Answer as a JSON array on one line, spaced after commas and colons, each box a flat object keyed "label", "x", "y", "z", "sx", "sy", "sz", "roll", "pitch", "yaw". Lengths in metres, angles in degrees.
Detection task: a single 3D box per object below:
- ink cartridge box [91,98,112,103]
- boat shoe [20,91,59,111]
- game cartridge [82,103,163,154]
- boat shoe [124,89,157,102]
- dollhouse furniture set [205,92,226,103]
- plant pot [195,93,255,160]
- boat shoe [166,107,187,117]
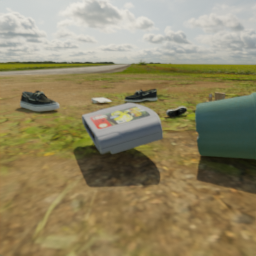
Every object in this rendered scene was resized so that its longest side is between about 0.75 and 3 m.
[{"label": "ink cartridge box", "x": -1.584, "y": -1.568, "z": 16.751, "sx": 0.833, "sy": 0.258, "sz": 1.028, "roll": -9, "pitch": 24, "yaw": -35}, {"label": "boat shoe", "x": -4.733, "y": -1.448, "z": 14.583, "sx": 2.766, "sy": 0.981, "sz": 0.997, "roll": 9, "pitch": 16, "yaw": 31}, {"label": "game cartridge", "x": -0.200, "y": -0.111, "z": 7.910, "sx": 1.865, "sy": 0.573, "sz": 2.801, "roll": -12, "pitch": 19, "yaw": -15}, {"label": "boat shoe", "x": 0.796, "y": -2.046, "z": 17.501, "sx": 2.424, "sy": 0.731, "sz": 0.916, "roll": -11, "pitch": 18, "yaw": -37}, {"label": "dollhouse furniture set", "x": 4.275, "y": -1.370, "z": 14.601, "sx": 1.710, "sy": 0.835, "sz": 1.458, "roll": -11, "pitch": 17, "yaw": -38}, {"label": "plant pot", "x": 2.804, "y": 0.005, "z": 7.375, "sx": 1.886, "sy": 1.926, "sz": 1.926, "roll": -4, "pitch": 12, "yaw": 20}, {"label": "boat shoe", "x": 2.296, "y": -0.703, "z": 12.964, "sx": 1.133, "sy": 0.389, "sz": 0.321, "roll": -14, "pitch": 24, "yaw": -24}]
